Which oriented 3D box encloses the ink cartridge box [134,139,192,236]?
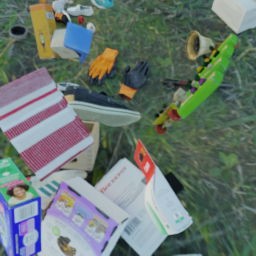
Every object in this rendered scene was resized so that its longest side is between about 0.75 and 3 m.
[{"bbox_3d":[0.491,1.316,5.885,0.465,1.493,1.855,-30,72,-14],"label":"ink cartridge box"}]

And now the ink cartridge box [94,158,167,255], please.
[{"bbox_3d":[0.198,2.260,8.055,2.283,0.946,1.676,38,76,27],"label":"ink cartridge box"}]

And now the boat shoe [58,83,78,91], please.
[{"bbox_3d":[-2.325,-1.604,10.893,0.847,0.283,0.312,-3,60,-2],"label":"boat shoe"}]

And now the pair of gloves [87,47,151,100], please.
[{"bbox_3d":[-0.369,-2.276,11.279,2.342,0.290,2.086,23,63,12],"label":"pair of gloves"}]

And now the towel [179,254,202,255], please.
[{"bbox_3d":[1.317,4.421,7.375,1.647,0.463,1.924,-3,60,-3],"label":"towel"}]

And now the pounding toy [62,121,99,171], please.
[{"bbox_3d":[-2.052,0.314,9.366,2.107,1.097,2.398,5,28,1],"label":"pounding toy"}]

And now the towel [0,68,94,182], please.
[{"bbox_3d":[-1.620,-0.110,5.266,1.324,0.209,1.838,-36,95,-29],"label":"towel"}]

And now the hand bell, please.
[{"bbox_3d":[3.659,-3.441,11.717,2.221,1.157,1.157,-6,60,-18],"label":"hand bell"}]

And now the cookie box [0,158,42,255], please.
[{"bbox_3d":[-2.559,1.734,6.130,0.664,1.511,1.766,-13,31,-39],"label":"cookie box"}]

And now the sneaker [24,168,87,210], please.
[{"bbox_3d":[-2.404,1.904,8.738,2.349,0.827,1.098,-9,88,-16],"label":"sneaker"}]

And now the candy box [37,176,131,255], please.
[{"bbox_3d":[-1.306,2.762,7.394,1.887,0.805,2.249,32,102,21],"label":"candy box"}]

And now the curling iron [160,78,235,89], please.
[{"bbox_3d":[2.666,-1.627,10.809,2.877,0.368,0.713,4,24,-2],"label":"curling iron"}]

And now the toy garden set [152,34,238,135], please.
[{"bbox_3d":[1.574,-1.122,6.938,0.515,2.152,2.582,38,45,-3],"label":"toy garden set"}]

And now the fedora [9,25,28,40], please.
[{"bbox_3d":[-4.758,-4.121,12.265,0.835,0.377,0.739,5,61,-1],"label":"fedora"}]

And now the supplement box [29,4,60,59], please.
[{"bbox_3d":[-2.753,-3.200,9.390,0.566,0.585,1.702,-3,103,17],"label":"supplement box"}]

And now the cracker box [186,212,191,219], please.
[{"bbox_3d":[1.454,2.612,8.530,0.541,0.233,0.808,-35,67,-18],"label":"cracker box"}]

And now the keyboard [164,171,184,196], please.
[{"bbox_3d":[0.773,1.995,8.919,1.819,0.187,1.156,-33,71,-18],"label":"keyboard"}]

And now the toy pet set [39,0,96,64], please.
[{"bbox_3d":[-1.749,-3.478,9.235,1.248,2.350,2.194,2,74,22],"label":"toy pet set"}]

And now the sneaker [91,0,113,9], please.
[{"bbox_3d":[-0.513,-4.914,9.088,0.829,0.806,2.081,25,104,29],"label":"sneaker"}]

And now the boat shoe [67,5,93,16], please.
[{"bbox_3d":[-2.265,-5.523,13.032,1.234,0.428,0.437,1,60,1],"label":"boat shoe"}]

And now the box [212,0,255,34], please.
[{"bbox_3d":[5.234,-5.605,12.585,1.963,1.290,1.974,-25,64,-14],"label":"box"}]

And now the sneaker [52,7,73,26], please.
[{"bbox_3d":[-3.069,-4.911,12.658,0.758,0.589,1.684,-33,63,-6],"label":"sneaker"}]

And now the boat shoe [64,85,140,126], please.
[{"bbox_3d":[-0.624,-0.554,7.311,2.419,0.903,0.753,11,64,-40],"label":"boat shoe"}]
